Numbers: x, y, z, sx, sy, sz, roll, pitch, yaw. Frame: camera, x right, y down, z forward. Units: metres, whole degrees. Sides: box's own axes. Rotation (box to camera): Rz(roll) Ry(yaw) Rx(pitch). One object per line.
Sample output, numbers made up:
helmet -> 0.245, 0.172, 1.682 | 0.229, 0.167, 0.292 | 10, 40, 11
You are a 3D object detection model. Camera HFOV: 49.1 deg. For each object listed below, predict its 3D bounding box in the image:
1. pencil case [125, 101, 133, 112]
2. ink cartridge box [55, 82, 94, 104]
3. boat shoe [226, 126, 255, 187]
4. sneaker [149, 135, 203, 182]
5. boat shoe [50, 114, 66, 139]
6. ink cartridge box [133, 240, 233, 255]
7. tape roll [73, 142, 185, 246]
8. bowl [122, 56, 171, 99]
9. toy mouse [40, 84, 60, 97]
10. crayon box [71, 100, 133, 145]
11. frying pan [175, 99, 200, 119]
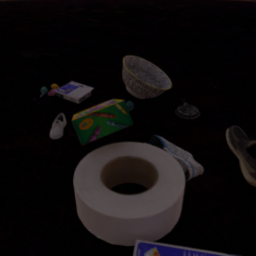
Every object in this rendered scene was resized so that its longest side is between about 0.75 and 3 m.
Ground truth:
pencil case -> -0.228, -0.800, 12.111 | 0.990, 0.421, 0.457 | -28, 20, -35
ink cartridge box -> -2.591, -1.751, 13.664 | 1.369, 0.300, 1.382 | 20, 37, 20
boat shoe -> 3.901, 0.723, 8.999 | 0.885, 0.798, 2.461 | 13, 40, -13
sneaker -> 1.523, 0.963, 9.159 | 0.981, 0.849, 2.265 | -1, 30, -34
boat shoe -> -2.763, -0.088, 10.951 | 0.516, 0.458, 1.402 | -1, 32, -2
ink cartridge box -> 1.197, 3.480, 5.180 | 2.589, 0.562, 2.565 | 4, 33, 10
tape roll -> 0.036, 1.629, 7.676 | 2.981, 1.042, 2.981 | 0, 32, 0
bowl -> 0.645, -2.169, 13.207 | 2.558, 1.200, 2.558 | 23, 33, -16
toy mouse -> -3.916, -1.863, 13.944 | 1.372, 0.266, 1.220 | 24, 39, 32
crayon box -> -0.942, -0.292, 9.273 | 1.630, 0.800, 2.745 | -22, 10, -6
frying pan -> 2.726, -0.909, 12.485 | 1.043, 0.281, 1.725 | 13, 38, 18
